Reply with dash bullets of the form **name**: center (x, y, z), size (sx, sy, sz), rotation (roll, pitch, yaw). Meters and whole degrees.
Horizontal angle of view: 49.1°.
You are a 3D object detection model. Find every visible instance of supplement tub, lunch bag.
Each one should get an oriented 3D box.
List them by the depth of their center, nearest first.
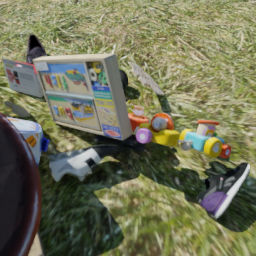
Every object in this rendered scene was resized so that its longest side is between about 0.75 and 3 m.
- **supplement tub**: center (-1.712, 1.015, 2.416), size (1.552, 2.902, 1.552), rotation (13, 55, -19)
- **lunch bag**: center (-2.749, 0.291, 5.813), size (2.084, 0.983, 2.601), rotation (6, 5, -18)

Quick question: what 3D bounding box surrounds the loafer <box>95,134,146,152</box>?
- **loafer**: center (-0.192, 0.385, 7.054), size (1.280, 0.435, 0.449), rotation (3, 73, -2)

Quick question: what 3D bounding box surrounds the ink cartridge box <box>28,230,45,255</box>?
- **ink cartridge box**: center (-2.315, 2.094, 4.815), size (1.550, 0.582, 1.277), rotation (-17, 40, -19)

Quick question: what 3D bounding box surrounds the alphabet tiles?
- **alphabet tiles**: center (0.578, -1.551, 8.951), size (1.398, 0.104, 1.430), rotation (50, 20, 12)

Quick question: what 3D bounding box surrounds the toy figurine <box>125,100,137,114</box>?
- **toy figurine**: center (-0.555, -0.838, 7.912), size (1.666, 0.879, 0.998), rotation (8, 43, -5)

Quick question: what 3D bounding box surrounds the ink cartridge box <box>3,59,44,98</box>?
- **ink cartridge box**: center (-3.318, -1.734, 9.168), size (1.298, 1.139, 0.544), rotation (17, 42, 19)

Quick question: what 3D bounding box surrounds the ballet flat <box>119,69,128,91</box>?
- **ballet flat**: center (-1.247, -1.398, 8.989), size (2.651, 0.901, 0.907), rotation (-11, 48, -12)

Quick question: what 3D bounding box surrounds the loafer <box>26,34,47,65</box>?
- **loafer**: center (-3.634, -2.920, 10.961), size (0.860, 0.754, 2.393), rotation (-13, 40, -16)

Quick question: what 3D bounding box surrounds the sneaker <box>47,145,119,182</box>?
- **sneaker**: center (-0.960, 0.817, 6.437), size (1.636, 0.606, 0.724), rotation (-13, 81, -12)

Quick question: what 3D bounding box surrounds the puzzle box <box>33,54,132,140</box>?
- **puzzle box**: center (-1.197, -0.807, 6.851), size (2.832, 1.884, 0.360), rotation (11, 34, 42)

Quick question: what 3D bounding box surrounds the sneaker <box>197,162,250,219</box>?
- **sneaker**: center (2.001, 1.128, 5.868), size (0.650, 0.562, 1.485), rotation (34, 56, 22)

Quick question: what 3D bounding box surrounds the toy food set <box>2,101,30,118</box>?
- **toy food set**: center (-3.665, 0.129, 7.522), size (1.396, 0.406, 2.022), rotation (25, 55, 35)

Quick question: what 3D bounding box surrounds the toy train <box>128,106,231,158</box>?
- **toy train**: center (1.061, -0.033, 6.611), size (2.703, 0.752, 2.031), rotation (12, 10, 4)
